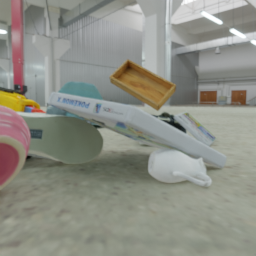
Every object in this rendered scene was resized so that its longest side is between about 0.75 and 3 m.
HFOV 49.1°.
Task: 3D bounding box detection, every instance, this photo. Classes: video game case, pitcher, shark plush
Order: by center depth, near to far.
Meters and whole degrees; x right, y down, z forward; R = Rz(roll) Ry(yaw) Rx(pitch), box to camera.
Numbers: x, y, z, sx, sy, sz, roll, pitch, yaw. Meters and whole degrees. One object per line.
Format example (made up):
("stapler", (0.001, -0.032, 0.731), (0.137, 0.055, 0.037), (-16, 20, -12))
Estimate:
("pitcher", (0.805, 0.659, 4.404), (0.886, 0.537, 0.760), (10, 14, -9))
("video game case", (0.165, 0.046, 5.393), (2.713, 0.298, 2.473), (25, -7, -41))
("shark plush", (-2.233, 0.184, 6.229), (2.778, 1.157, 1.262), (2, -36, -34))
("video game case", (1.990, 0.016, 8.227), (1.252, 0.138, 1.139), (44, 26, 15))

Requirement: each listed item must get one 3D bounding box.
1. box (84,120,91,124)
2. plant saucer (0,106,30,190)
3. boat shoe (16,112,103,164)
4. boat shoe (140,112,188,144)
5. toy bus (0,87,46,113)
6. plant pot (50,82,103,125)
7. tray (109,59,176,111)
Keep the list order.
("box", (-2.074, -0.188, 9.369), (1.224, 0.306, 1.233), (8, 3, 37))
("plant saucer", (-1.844, 0.411, 3.368), (0.380, 1.499, 1.499), (45, 29, 26))
("boat shoe", (-1.808, 0.112, 5.579), (2.708, 0.945, 0.964), (11, 1, -35))
("boat shoe", (1.227, -0.064, 9.002), (1.119, 0.893, 2.960), (-2, 3, 23))
("toy bus", (-4.993, -0.767, 13.007), (2.551, 1.803, 2.657), (13, 4, 3))
("plant pot", (-2.341, -1.160, 13.330), (2.823, 1.901, 2.823), (5, 1, 0))
("tray", (0.631, -1.978, 12.667), (2.735, 1.349, 0.506), (33, -22, 23))
